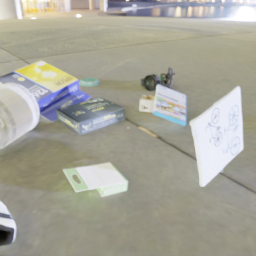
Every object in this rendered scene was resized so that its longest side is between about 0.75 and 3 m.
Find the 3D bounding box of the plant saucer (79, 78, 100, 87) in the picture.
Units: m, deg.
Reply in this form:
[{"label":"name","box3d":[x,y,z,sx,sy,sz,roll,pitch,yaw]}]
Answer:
[{"label":"plant saucer","box3d":[-1.937,-2.320,13.998,1.068,0.192,1.068,0,26,0]}]

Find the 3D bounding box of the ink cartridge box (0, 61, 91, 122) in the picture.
[{"label":"ink cartridge box","box3d":[-3.282,-1.588,11.192,2.782,0.654,2.749,25,34,12]}]

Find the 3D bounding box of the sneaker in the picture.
[{"label":"sneaker","box3d":[-3.195,2.035,4.440,1.234,1.065,2.816,22,35,36]}]

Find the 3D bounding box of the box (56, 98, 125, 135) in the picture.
[{"label":"box","box3d":[-1.317,-0.487,10.016,1.956,0.499,1.543,-21,34,-35]}]

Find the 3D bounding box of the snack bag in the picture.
[{"label":"snack bag","box3d":[2.166,0.233,6.699,1.982,1.869,0.212,-34,33,-31]}]

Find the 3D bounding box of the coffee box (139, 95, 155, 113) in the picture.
[{"label":"coffee box","box3d":[1.094,-0.905,10.796,1.221,0.487,0.698,6,24,10]}]

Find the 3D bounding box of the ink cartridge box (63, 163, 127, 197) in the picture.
[{"label":"ink cartridge box","box3d":[-0.789,1.243,6.647,1.291,0.310,0.940,-7,27,-29]}]

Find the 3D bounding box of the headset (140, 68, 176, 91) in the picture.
[{"label":"headset","box3d":[1.439,-2.294,12.962,1.416,1.077,2.293,-11,18,-19]}]

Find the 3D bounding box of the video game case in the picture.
[{"label":"video game case","box3d":[1.514,-0.843,10.012,1.186,0.148,1.657,21,42,-7]}]

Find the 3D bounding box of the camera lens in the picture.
[{"label":"camera lens","box3d":[-3.867,-0.334,8.426,1.654,1.654,2.067,10,29,19]}]
